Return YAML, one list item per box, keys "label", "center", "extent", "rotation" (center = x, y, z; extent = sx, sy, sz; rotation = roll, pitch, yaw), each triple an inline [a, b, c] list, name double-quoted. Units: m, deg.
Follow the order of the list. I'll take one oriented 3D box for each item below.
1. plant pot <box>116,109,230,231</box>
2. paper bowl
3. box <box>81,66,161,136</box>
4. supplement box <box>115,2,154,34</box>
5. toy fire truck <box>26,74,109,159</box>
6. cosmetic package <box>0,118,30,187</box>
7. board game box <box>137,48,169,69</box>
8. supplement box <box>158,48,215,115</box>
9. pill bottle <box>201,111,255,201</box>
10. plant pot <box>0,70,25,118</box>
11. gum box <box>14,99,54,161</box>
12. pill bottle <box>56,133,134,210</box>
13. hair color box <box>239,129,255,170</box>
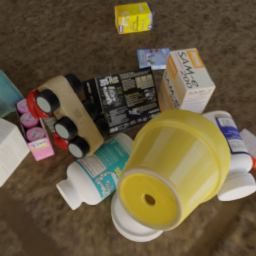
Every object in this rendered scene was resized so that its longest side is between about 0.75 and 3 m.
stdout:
- label: "plant pot"
  center: [1.065, 1.207, 7.500]
  extent: [2.734, 2.734, 2.573]
  rotation: [28, 37, 18]
- label: "paper bowl"
  center: [0.403, 2.531, 8.912]
  extent: [1.893, 0.984, 1.893]
  rotation: [0, 54, 0]
- label: "box"
  center: [-0.179, -1.004, 10.187]
  extent: [2.457, 2.012, 1.058]
  rotation: [-20, 12, -33]
- label: "supplement box"
  center: [0.292, -5.729, 14.617]
  extent: [1.840, 1.001, 1.008]
  rotation: [-11, 56, -7]
- label: "toy fire truck"
  center: [-2.266, -0.312, 9.337]
  extent: [2.849, 2.507, 1.833]
  rotation: [-12, 26, 44]
- label: "cosmetic package"
  center: [-4.868, 0.826, 9.654]
  extent: [1.678, 1.677, 2.034]
  rotation: [22, 57, 15]
- label: "board game box"
  center: [1.273, -3.290, 13.365]
  extent: [1.542, 0.282, 1.166]
  rotation: [-4, 55, -3]
- label: "supplement box"
  center: [1.933, -1.194, 10.123]
  extent: [1.024, 2.786, 1.756]
  rotation: [-10, 59, -11]
- label: "pill bottle"
  center: [3.203, 0.956, 9.569]
  extent: [1.641, 1.641, 2.741]
  rotation: [-9, 58, -6]
- label: "plant pot"
  center: [-5.660, -1.105, 10.727]
  extent: [2.410, 2.461, 2.461]
  rotation: [-42, 65, -17]
- label: "gum box"
  center: [-3.544, -0.009, 10.522]
  extent: [0.704, 1.208, 2.128]
  rotation: [-22, 58, -14]
- label: "pill bottle"
  center: [-0.929, 1.473, 9.309]
  extent: [2.766, 1.532, 1.532]
  rotation: [-34, 62, -21]
- label: "hair color box"
  center: [4.680, 0.907, 10.304]
  extent: [0.876, 0.529, 1.726]
  rotation: [-35, 61, -22]
